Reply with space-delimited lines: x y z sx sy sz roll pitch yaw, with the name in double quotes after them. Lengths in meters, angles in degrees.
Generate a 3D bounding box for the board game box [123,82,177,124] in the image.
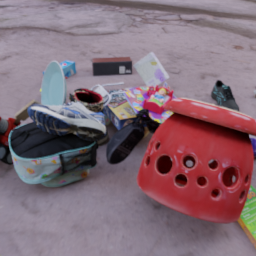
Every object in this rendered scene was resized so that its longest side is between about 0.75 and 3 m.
1.003 -1.046 9.664 1.963 0.484 2.485 -5 37 -21 "board game box"

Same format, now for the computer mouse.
0.007 0.263 8.016 1.826 1.264 0.481 -46 53 1 "computer mouse"

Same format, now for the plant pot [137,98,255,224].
1.868 0.680 7.343 2.799 2.549 2.799 16 4 -1 "plant pot"

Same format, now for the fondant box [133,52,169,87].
1.152 -2.801 13.906 1.093 1.515 0.441 -32 5 26 "fondant box"

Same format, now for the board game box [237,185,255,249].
3.465 2.407 7.619 1.018 0.319 2.130 -6 37 -11 "board game box"

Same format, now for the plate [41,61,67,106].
-2.622 -1.240 10.022 0.289 2.258 2.258 0 29 -35 "plate"

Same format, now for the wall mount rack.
-0.773 -1.276 11.124 1.671 0.717 1.923 -43 35 1 "wall mount rack"

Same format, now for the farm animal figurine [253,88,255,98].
6.876 -1.878 13.579 1.326 0.699 1.341 18 38 24 "farm animal figurine"

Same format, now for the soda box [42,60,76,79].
-3.703 -3.016 15.275 0.643 0.679 2.003 17 38 24 "soda box"

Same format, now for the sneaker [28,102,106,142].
-1.679 -0.303 7.939 2.194 0.845 0.934 17 50 -12 "sneaker"

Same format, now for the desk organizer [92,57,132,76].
-0.917 -3.523 15.945 2.237 0.802 0.861 -3 32 -5 "desk organizer"

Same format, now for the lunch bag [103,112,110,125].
-1.160 -0.653 11.922 1.111 0.534 1.386 5 34 8 "lunch bag"

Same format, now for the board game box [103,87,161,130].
0.053 -0.822 10.841 1.912 0.488 2.823 -10 29 -19 "board game box"

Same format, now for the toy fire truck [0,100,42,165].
-3.969 -0.101 8.905 1.434 1.962 2.229 16 76 20 "toy fire truck"

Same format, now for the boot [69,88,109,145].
-1.996 -0.626 10.227 2.787 2.105 1.006 20 50 15 "boot"

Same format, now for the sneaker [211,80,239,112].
4.395 -1.423 12.798 0.811 0.853 2.152 -5 36 -11 "sneaker"

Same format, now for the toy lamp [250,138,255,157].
3.594 0.571 9.908 2.509 0.730 0.730 11 35 9 "toy lamp"

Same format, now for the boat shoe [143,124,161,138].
0.625 -0.231 11.083 2.382 0.768 0.849 -27 43 -34 "boat shoe"

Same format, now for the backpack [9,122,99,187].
-2.370 0.705 8.708 2.414 1.851 2.122 -9 39 -27 "backpack"
